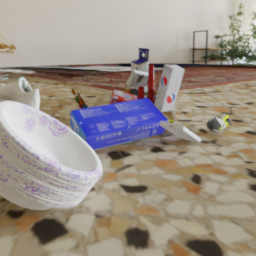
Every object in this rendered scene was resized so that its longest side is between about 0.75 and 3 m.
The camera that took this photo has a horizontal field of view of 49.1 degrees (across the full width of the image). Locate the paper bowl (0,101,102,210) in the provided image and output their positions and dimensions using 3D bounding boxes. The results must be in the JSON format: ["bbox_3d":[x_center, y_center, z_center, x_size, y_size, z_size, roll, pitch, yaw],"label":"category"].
[{"bbox_3d":[-1.847,0.651,5.687,2.449,1.274,2.449,37,10,-7],"label":"paper bowl"}]

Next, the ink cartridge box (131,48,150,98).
[{"bbox_3d":[0.648,-3.085,16.245,0.606,2.986,2.980,-3,16,-8],"label":"ink cartridge box"}]

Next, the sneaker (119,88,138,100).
[{"bbox_3d":[0.163,-1.509,14.514,0.777,0.909,2.063,-40,27,-10],"label":"sneaker"}]

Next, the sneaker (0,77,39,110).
[{"bbox_3d":[-3.374,-1.108,8.356,2.100,0.929,0.790,23,17,24],"label":"sneaker"}]

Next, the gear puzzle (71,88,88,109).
[{"bbox_3d":[-2.122,-1.171,12.033,0.170,1.302,0.674,-26,-14,-30],"label":"gear puzzle"}]

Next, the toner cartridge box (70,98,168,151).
[{"bbox_3d":[-0.303,-0.178,9.487,2.998,0.647,1.424,-12,43,-26],"label":"toner cartridge box"}]

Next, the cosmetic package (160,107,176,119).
[{"bbox_3d":[1.480,-0.710,12.451,1.187,0.422,0.625,2,20,1],"label":"cosmetic package"}]

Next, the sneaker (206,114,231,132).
[{"bbox_3d":[3.237,-0.086,10.356,0.698,0.614,1.648,-26,-10,39],"label":"sneaker"}]

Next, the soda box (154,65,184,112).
[{"bbox_3d":[1.672,-1.617,11.545,0.636,1.868,0.595,-5,33,-30],"label":"soda box"}]

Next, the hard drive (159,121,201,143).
[{"bbox_3d":[1.730,0.140,9.236,0.892,0.178,1.353,15,-9,41],"label":"hard drive"}]

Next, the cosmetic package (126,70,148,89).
[{"bbox_3d":[0.538,-2.353,13.671,1.084,0.817,0.280,1,49,-36],"label":"cosmetic package"}]

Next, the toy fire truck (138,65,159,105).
[{"bbox_3d":[1.118,-1.762,13.225,1.113,1.985,1.667,1,61,9],"label":"toy fire truck"}]

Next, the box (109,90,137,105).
[{"bbox_3d":[-0.193,-1.097,11.458,1.071,0.511,0.534,13,47,-17],"label":"box"}]

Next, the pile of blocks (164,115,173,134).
[{"bbox_3d":[1.523,-0.227,10.926,0.445,0.587,1.431,4,17,-12],"label":"pile of blocks"}]
